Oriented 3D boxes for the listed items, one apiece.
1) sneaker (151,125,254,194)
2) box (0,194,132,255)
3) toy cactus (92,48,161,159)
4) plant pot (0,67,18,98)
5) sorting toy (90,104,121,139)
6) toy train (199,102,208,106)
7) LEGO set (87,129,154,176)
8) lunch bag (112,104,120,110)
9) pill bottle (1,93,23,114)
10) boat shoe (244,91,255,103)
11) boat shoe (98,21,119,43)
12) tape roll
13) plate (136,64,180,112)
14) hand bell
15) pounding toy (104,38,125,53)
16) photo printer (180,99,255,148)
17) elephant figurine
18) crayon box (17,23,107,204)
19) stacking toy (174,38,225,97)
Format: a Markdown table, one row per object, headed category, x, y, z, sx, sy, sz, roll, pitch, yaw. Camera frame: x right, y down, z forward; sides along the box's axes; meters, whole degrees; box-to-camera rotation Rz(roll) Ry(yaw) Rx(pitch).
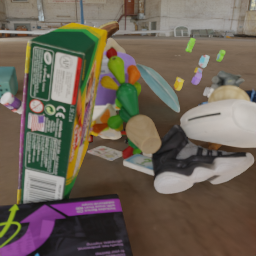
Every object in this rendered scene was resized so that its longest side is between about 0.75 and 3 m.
| category | x | y | z | sx | sy | sz | roll | pitch | yaw |
| --- | --- | --- | --- | --- | --- | --- | --- | --- | --- |
| sneaker | 1.437 | 0.509 | 5.761 | 2.202 | 0.831 | 1.253 | -10 | 58 | -15 |
| box | -0.933 | 1.895 | 3.312 | 2.098 | 0.530 | 2.934 | -4 | 23 | -10 |
| toy cactus | -0.012 | -0.217 | 5.975 | 1.321 | 2.583 | 2.131 | -11 | 33 | -15 |
| plant pot | -5.568 | -1.947 | 12.418 | 1.088 | 1.087 | 1.539 | -6 | 30 | -15 |
| sorting toy | -0.799 | -0.053 | 7.564 | 1.330 | 1.197 | 0.711 | 3 | 61 | 38 |
| toy train | 2.730 | -0.737 | 9.923 | 0.492 | 0.373 | 0.861 | -6 | 0 | -6 |
| LEGO set | 0.127 | 0.282 | 7.267 | 2.745 | 0.674 | 2.051 | 14 | 22 | 37 |
| lunch bag | -0.722 | -1.490 | 9.802 | 1.653 | 1.941 | 1.183 | -6 | 26 | 5 |
| pill bottle | -3.700 | -0.775 | 9.088 | 0.418 | 0.750 | 0.418 | -15 | 54 | 22 |
| boat shoe | 4.912 | -1.059 | 10.523 | 1.757 | 0.739 | 0.603 | 17 | 19 | 42 |
| boat shoe | -0.997 | -3.048 | 9.711 | 1.691 | 0.571 | 0.609 | -31 | -7 | 5 |
| tape roll | -0.718 | -1.436 | 7.911 | 1.891 | 0.803 | 1.891 | -4 | 36 | 3 |
| plate | 1.134 | -1.479 | 9.975 | 0.294 | 2.301 | 2.301 | -42 | 27 | 1 |
| hand bell | 2.683 | -0.129 | 8.092 | 1.302 | 1.302 | 2.500 | 11 | 36 | 25 |
| pounding toy | -1.199 | -2.495 | 12.090 | 1.430 | 2.501 | 1.434 | 24 | -18 | -5 |
| photo printer | 2.361 | -0.050 | 6.219 | 2.113 | 0.734 | 1.758 | 10 | -11 | -25 |
| elephant figurine | 4.517 | -1.961 | 12.529 | 1.691 | 1.197 | 1.312 | -3 | 45 | -52 |
| crayon box | -1.147 | -0.304 | 5.306 | 0.846 | 2.903 | 2.505 | 13 | 26 | -2 |
| stacking toy | 3.025 | -2.441 | 11.729 | 1.636 | 2.170 | 0.510 | 14 | 14 | -16 |
